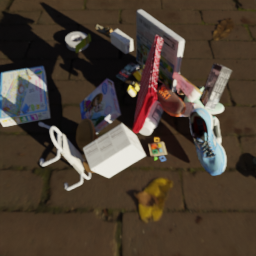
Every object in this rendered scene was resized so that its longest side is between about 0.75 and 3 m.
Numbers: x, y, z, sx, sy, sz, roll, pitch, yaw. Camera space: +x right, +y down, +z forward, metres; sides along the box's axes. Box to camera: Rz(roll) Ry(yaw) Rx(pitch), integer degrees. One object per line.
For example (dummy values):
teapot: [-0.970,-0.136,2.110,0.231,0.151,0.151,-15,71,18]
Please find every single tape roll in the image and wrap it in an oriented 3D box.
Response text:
tape roll: [-2.591,-4.383,14.213,1.143,0.378,1.143,-1,52,1]

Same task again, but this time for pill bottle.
pill bottle: [0.826,-0.382,10.816,0.767,0.767,1.282,19,58,14]

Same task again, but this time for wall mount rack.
wall mount rack: [-2.174,0.774,9.163,0.897,2.407,2.091,-25,41,6]

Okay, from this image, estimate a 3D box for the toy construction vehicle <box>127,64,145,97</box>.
toy construction vehicle: [0.591,-1.628,10.767,0.490,1.212,1.392,-7,45,43]

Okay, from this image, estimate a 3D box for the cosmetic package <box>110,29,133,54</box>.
cosmetic package: [-0.245,-3.155,10.227,0.380,0.482,0.897,-33,58,-18]

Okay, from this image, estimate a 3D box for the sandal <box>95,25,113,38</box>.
sandal: [-0.819,-3.768,10.849,1.034,0.282,0.423,15,49,-39]

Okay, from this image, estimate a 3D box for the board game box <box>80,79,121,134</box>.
board game box: [-1.061,-0.686,10.072,1.617,0.333,1.620,-38,48,27]

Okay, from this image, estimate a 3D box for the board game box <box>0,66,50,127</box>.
board game box: [-4.389,-1.409,11.857,1.868,0.476,2.779,-11,53,-8]

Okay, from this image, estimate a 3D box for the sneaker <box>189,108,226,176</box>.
sneaker: [2.496,0.488,9.349,0.928,1.065,2.368,-22,82,29]

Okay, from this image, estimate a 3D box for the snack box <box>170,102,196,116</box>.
snack box: [2.073,-0.699,10.705,0.169,1.387,0.498,17,86,-22]

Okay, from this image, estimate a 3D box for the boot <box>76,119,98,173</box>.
boot: [-1.053,0.501,9.428,0.668,1.813,1.402,0,11,26]

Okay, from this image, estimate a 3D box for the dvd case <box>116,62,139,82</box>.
dvd case: [-0.016,-2.130,10.644,0.808,0.089,0.590,-45,44,-6]

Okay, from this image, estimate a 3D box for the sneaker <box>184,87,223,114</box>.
sneaker: [3.132,-1.151,11.353,1.636,0.965,0.602,16,53,10]

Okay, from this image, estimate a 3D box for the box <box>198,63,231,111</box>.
box: [2.983,-1.435,9.727,0.362,1.454,1.147,18,20,-3]

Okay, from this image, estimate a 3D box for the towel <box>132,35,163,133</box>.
towel: [0.608,-1.344,8.754,0.298,1.916,2.649,14,54,-6]

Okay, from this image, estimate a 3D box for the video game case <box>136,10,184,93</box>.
video game case: [1.226,-3.210,11.815,0.306,2.535,2.780,-28,55,-20]

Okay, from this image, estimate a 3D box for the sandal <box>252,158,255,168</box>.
sandal: [4.802,1.615,9.671,0.535,0.341,1.423,-9,40,-6]

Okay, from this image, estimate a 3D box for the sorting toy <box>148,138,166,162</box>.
sorting toy: [1.075,0.759,10.304,0.597,0.145,1.061,-7,51,-5]

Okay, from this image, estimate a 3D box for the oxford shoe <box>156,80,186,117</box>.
oxford shoe: [1.328,-1.104,10.012,0.697,0.710,1.958,-43,45,5]

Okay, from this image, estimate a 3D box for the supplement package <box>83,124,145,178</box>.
supplement package: [-0.393,0.721,8.313,1.401,1.091,0.777,-32,58,11]

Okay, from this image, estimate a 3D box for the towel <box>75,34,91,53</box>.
towel: [-1.938,-3.583,11.913,0.951,0.086,0.409,-27,59,33]

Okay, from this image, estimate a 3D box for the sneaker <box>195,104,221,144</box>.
sneaker: [2.991,-0.223,10.576,0.835,0.982,2.220,-8,54,-13]

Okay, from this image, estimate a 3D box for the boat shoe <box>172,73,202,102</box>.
boat shoe: [1.829,-1.370,9.372,0.539,0.528,1.523,27,19,-34]
